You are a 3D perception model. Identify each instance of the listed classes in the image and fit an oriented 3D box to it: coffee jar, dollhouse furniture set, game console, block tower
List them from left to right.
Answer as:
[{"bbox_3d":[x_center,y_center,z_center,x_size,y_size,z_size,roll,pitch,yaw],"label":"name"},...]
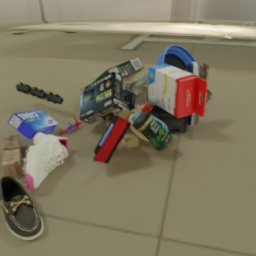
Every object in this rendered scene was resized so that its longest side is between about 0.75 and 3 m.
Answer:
[{"bbox_3d":[-3.726,0.862,9.026,0.500,0.535,1.852,-9,30,-17],"label":"block tower"},{"bbox_3d":[-0.686,0.267,8.822,0.898,1.513,1.304,31,0,-39],"label":"game console"},{"bbox_3d":[0.314,-0.340,10.691,1.745,1.097,1.973,-13,30,-23],"label":"dollhouse furniture set"},{"bbox_3d":[0.781,0.097,9.102,0.690,1.323,0.564,-54,14,-31],"label":"coffee jar"}]

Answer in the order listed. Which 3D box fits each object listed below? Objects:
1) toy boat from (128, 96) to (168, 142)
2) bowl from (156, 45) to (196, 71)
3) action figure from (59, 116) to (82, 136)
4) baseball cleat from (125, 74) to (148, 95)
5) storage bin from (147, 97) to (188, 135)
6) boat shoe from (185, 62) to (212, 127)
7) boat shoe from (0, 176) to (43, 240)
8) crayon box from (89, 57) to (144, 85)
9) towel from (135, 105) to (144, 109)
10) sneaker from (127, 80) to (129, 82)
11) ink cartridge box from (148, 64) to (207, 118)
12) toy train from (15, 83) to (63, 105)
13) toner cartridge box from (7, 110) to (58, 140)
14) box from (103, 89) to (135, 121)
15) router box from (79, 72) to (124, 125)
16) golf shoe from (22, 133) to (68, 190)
[{"bbox_3d":[0.789,-0.349,10.121,1.583,0.875,1.883,22,41,-19],"label":"toy boat"},{"bbox_3d":[2.423,-2.398,13.083,0.570,2.903,2.903,-18,8,46],"label":"bowl"},{"bbox_3d":[-2.292,-0.129,10.984,1.022,0.333,0.506,-25,74,-42],"label":"action figure"},{"bbox_3d":[0.475,-2.456,15.171,1.157,0.758,2.174,10,28,19],"label":"baseball cleat"},{"bbox_3d":[1.539,-0.571,11.369,1.308,0.907,1.935,-4,27,-7],"label":"storage bin"},{"bbox_3d":[2.731,-1.260,10.796,0.900,2.486,0.898,-4,19,-13],"label":"boat shoe"},{"bbox_3d":[-2.723,1.905,6.869,0.732,0.618,2.054,-21,34,-34],"label":"boat shoe"},{"bbox_3d":[-0.719,-2.336,13.484,2.151,0.727,2.493,-27,6,44],"label":"crayon box"},{"bbox_3d":[0.772,-0.929,12.892,0.889,0.133,0.651,-4,28,-8],"label":"towel"},{"bbox_3d":[-0.187,-2.963,16.607,0.515,0.488,1.336,-9,17,23],"label":"sneaker"},{"bbox_3d":[1.731,-1.341,10.303,0.828,1.431,2.462,-17,31,-24],"label":"ink cartridge box"},{"bbox_3d":[-3.983,-1.532,12.517,2.688,0.458,0.616,19,-3,24],"label":"toy train"},{"bbox_3d":[-3.337,-0.173,10.019,0.924,0.420,1.945,39,11,1],"label":"toner cartridge box"},{"bbox_3d":[-0.470,-0.972,11.951,1.389,1.031,0.744,-16,31,-30],"label":"box"},{"bbox_3d":[-1.025,-1.088,10.558,1.864,1.397,0.579,-21,-30,37],"label":"router box"},{"bbox_3d":[-2.454,0.895,8.527,1.170,0.963,2.557,1,28,-6],"label":"golf shoe"}]
